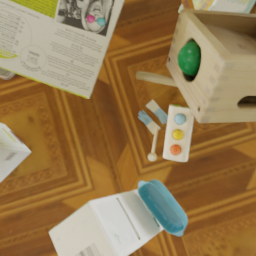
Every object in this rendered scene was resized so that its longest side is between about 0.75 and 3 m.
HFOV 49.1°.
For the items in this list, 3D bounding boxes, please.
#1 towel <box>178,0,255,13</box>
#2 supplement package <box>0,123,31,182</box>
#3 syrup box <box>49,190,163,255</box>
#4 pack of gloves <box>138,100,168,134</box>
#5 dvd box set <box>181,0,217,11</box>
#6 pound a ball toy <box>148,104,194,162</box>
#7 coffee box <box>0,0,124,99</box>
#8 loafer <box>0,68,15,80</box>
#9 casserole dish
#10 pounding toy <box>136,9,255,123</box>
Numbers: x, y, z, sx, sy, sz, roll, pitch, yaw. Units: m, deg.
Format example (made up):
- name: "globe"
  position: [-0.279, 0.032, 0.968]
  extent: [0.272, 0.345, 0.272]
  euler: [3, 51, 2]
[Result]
- name: "towel"
  position: [3.282, -4.553, 9.771]
  extent: [2.173, 0.611, 2.539]
  euler: [30, 84, 7]
- name: "supplement package"
  position: [-4.353, 0.832, 8.074]
  extent: [1.383, 2.495, 1.943]
  euler: [44, 85, 5]
- name: "syrup box"
  position: [-0.211, 2.220, 6.224]
  extent: [1.142, 2.900, 1.181]
  euler: [-39, 69, 17]
- name: "pack of gloves"
  position: [0.843, -0.354, 9.454]
  extent: [0.777, 0.182, 0.924]
  euler: [-41, 79, 2]
- name: "dvd box set"
  position: [1.711, -3.969, 7.245]
  extent: [0.329, 2.235, 1.636]
  euler: [6, 48, 37]
- name: "pound a ball toy"
  position: [1.125, 0.222, 7.477]
  extent: [1.085, 0.707, 1.665]
  euler: [9, 102, 13]
- name: "coffee box"
  position: [-1.823, -2.445, 6.809]
  extent: [2.607, 2.603, 2.578]
  euler: [18, 99, -14]
- name: "loafer"
  position: [-3.946, -2.778, 9.457]
  extent: [0.813, 0.711, 2.262]
  euler: [20, 83, 3]
- name: "casserole dish"
  position: [0.784, 1.733, 6.271]
  extent: [0.282, 0.880, 1.453]
  euler: [-32, 78, -35]
- name: "pounding toy"
  position: [2.041, -1.352, 6.635]
  extent: [2.985, 2.122, 2.748]
  euler: [-2, 43, -14]
